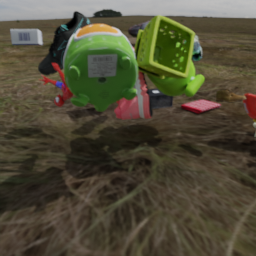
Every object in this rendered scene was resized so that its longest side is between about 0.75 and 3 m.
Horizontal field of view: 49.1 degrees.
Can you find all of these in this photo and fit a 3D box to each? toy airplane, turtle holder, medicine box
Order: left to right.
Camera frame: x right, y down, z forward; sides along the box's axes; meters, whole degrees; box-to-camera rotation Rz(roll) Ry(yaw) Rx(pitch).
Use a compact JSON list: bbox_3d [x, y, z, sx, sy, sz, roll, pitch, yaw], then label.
[{"bbox_3d":[-3.049,-2.715,8.459,0.768,0.434,0.843,-4,14,-9],"label":"medicine box"},{"bbox_3d":[-0.597,-1.446,6.893,1.758,2.313,1.643,-22,54,14],"label":"turtle holder"},{"bbox_3d":[5.461,0.064,9.801,2.870,2.025,2.858,26,16,-42],"label":"toy airplane"}]

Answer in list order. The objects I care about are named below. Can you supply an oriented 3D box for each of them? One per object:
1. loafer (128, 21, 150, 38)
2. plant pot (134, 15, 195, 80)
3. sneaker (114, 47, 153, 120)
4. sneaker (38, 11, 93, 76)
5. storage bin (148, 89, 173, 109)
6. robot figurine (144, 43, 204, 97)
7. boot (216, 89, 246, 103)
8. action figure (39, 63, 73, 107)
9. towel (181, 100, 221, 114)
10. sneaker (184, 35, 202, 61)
[{"bbox_3d":[0.630,-3.745,10.760,0.689,0.787,2.189,10,21,16],"label":"loafer"},{"bbox_3d":[0.915,-2.180,8.058,1.394,1.387,1.265,13,-5,-29],"label":"plant pot"},{"bbox_3d":[-0.074,-1.482,8.857,1.253,1.065,2.889,-12,56,4],"label":"sneaker"},{"bbox_3d":[-2.369,-3.012,9.985,2.609,1.034,0.984,-45,53,1],"label":"sneaker"},{"bbox_3d":[1.428,-1.512,14.270,1.544,0.724,1.044,-6,25,-15],"label":"storage bin"},{"bbox_3d":[1.550,-2.073,10.121,2.376,1.567,2.708,26,0,23],"label":"robot figurine"},{"bbox_3d":[3.393,-1.070,9.330,0.403,0.413,1.094,-15,16,-35],"label":"boot"},{"bbox_3d":[-1.735,-1.810,8.040,1.186,2.397,0.782,26,0,-13],"label":"action figure"},{"bbox_3d":[3.611,-1.074,13.947,1.703,0.192,1.232,-15,27,-34],"label":"towel"},{"bbox_3d":[2.388,-2.676,10.164,0.623,0.693,1.605,-20,-13,18],"label":"sneaker"}]
